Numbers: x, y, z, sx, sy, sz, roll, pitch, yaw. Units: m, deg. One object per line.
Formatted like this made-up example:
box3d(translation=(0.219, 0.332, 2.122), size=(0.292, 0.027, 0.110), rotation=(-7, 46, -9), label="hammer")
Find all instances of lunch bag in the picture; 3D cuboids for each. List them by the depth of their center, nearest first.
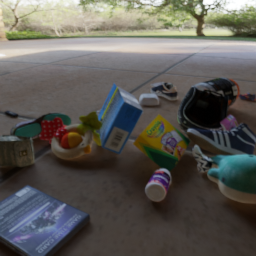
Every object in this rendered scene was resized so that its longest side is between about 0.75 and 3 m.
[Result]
box3d(translation=(-3.644, 0.757, 9.144), size=(1.116, 0.916, 0.656), rotation=(1, 19, 3), label="lunch bag")

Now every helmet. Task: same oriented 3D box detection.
box3d(translation=(2.819, -0.484, 10.751), size=(1.999, 1.906, 1.999), rotation=(16, 5, -2), label="helmet")

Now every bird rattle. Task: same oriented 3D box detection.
box3d(translation=(-2.066, 0.288, 10.021), size=(2.336, 1.316, 1.905), rotation=(-4, 40, -2), label="bird rattle")

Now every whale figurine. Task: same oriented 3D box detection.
box3d(translation=(3.114, 1.158, 7.891), size=(1.782, 1.162, 2.240), rotation=(2, 18, -7), label="whale figurine")

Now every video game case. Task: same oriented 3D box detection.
box3d(translation=(-2.313, 2.211, 6.760), size=(2.276, 0.216, 1.626), rotation=(15, 28, 29), label="video game case")

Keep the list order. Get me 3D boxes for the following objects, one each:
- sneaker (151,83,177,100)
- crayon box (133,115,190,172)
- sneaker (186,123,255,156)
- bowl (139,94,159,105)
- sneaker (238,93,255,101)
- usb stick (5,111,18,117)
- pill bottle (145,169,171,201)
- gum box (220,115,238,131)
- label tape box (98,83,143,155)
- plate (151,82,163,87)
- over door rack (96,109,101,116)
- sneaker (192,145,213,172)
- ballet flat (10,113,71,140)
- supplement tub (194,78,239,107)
box3d(translation=(2.073, -2.217, 16.016), size=(0.799, 0.809, 2.037), rotation=(-18, 28, -32), label="sneaker")
box3d(translation=(1.167, 0.474, 9.333), size=(1.468, 0.496, 1.701), rotation=(41, 38, 4), label="crayon box")
box3d(translation=(3.172, 0.262, 9.400), size=(2.221, 0.778, 1.205), rotation=(26, 75, 15), label="sneaker")
box3d(translation=(1.117, -1.550, 15.007), size=(1.053, 0.394, 1.055), rotation=(0, 25, 1), label="bowl")
box3d(translation=(6.588, -1.766, 15.507), size=(0.931, 0.365, 0.351), rotation=(10, 25, 22), label="sneaker")
box3d(translation=(-5.552, -0.666, 13.312), size=(0.850, 0.139, 0.236), rotation=(17, 29, 34), label="usb stick")
box3d(translation=(0.871, 1.547, 7.808), size=(0.563, 0.563, 1.001), rotation=(9, 25, 18), label="pill bottle")
box3d(translation=(3.596, -0.014, 9.802), size=(0.453, 0.799, 0.264), rotation=(-38, 35, 2), label="gum box")
box3d(translation=(-0.397, -0.442, 10.409), size=(0.790, 1.799, 2.495), rotation=(22, 18, -18), label="label tape box")
box3d(translation=(2.117, -2.654, 17.753), size=(1.023, 0.165, 1.021), rotation=(-19, 29, -35), label="plate")
box3d(translation=(-0.641, -0.707, 12.601), size=(1.700, 0.566, 1.256), rotation=(-38, 37, -17), label="over door rack")
box3d(translation=(2.357, 0.916, 8.638), size=(0.343, 0.860, 0.560), rotation=(1, -16, -45), label="sneaker")
box3d(translation=(-3.520, -0.078, 11.199), size=(2.486, 0.894, 0.894), rotation=(-20, 31, -39), label="ballet flat")
box3d(translation=(4.171, -1.554, 13.513), size=(2.558, 1.567, 1.567), rotation=(-20, 31, -37), label="supplement tub")
